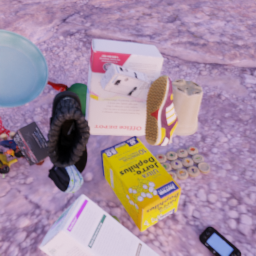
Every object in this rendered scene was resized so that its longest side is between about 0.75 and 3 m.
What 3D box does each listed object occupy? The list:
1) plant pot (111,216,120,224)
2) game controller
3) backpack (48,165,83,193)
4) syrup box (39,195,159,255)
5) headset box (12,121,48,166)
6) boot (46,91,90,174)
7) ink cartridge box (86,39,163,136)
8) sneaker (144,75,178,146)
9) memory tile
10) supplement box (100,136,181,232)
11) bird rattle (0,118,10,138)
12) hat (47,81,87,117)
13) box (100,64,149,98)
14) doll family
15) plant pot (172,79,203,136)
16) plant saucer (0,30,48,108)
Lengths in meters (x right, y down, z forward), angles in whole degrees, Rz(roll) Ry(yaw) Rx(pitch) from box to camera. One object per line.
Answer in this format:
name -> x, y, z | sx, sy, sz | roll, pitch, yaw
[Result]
plant pot -> -0.900, 3.142, 8.126 | 1.341, 1.413, 1.413 | -6, 43, -25
game controller -> 2.720, 3.524, 8.337 | 0.636, 0.257, 1.219 | -31, 51, -29
backpack -> -1.603, 1.276, 7.253 | 0.707, 0.750, 0.920 | 24, 9, -35
syrup box -> -0.372, 2.350, 5.116 | 2.232, 0.879, 0.909 | 41, 34, -5
headset box -> -2.495, 0.436, 7.328 | 0.491, 1.309, 0.973 | -33, 94, -30
boot -> -1.502, 0.539, 7.154 | 1.025, 2.723, 2.036 | -9, 27, -13
ink cartridge box -> -0.263, -1.263, 9.272 | 2.153, 2.917, 1.249 | 3, 36, -13
sneaker -> 0.902, -0.423, 7.065 | 0.790, 1.754, 0.657 | 2, 11, -41
memory tile -> 2.050, 1.353, 10.678 | 1.840, 0.154, 1.410 | -12, 45, -13
supplement box -> 0.326, 1.761, 9.308 | 1.428, 1.437, 2.624 | -23, 49, -22
bird rattle -> -5.838, 0.459, 11.314 | 1.958, 1.103, 1.596 | 4, 54, -15
hat -> -2.298, -1.936, 12.521 | 2.211, 2.349, 2.669 | 3, 44, 3
box -> -0.083, -1.246, 7.570 | 1.167, 0.681, 0.351 | 8, 49, -38
doll family -> -4.343, 1.022, 10.417 | 2.718, 1.067, 1.571 | -28, 45, -30
plant pot -> 1.544, -0.669, 8.101 | 1.349, 1.235, 1.349 | 7, 39, -6
plant saucer -> -3.987, -1.833, 8.964 | 2.742, 0.493, 2.742 | 9, 68, -24
